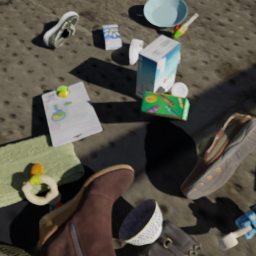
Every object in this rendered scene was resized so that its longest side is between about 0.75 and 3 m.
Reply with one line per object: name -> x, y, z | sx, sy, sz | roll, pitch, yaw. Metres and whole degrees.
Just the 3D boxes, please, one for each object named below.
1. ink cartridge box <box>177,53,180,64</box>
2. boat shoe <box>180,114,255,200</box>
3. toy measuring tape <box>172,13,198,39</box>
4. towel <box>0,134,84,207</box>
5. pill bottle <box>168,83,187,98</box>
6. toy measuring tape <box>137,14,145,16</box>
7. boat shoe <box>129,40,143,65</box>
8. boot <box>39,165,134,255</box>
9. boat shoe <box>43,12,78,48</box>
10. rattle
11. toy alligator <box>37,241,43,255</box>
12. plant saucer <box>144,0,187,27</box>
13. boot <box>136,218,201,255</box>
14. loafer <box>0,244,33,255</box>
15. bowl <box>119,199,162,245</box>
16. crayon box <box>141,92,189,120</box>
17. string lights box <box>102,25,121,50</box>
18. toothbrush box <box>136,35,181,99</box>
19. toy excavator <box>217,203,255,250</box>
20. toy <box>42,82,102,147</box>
ink cartridge box -> 1.641, -3.086, 11.855 | 1.059, 0.302, 0.861 | 6, 51, -1
boat shoe -> 2.485, 0.768, 7.840 | 2.898, 1.097, 1.040 | -44, 46, -3
toy measuring tape -> 2.479, -4.579, 12.516 | 0.533, 1.450, 0.533 | 32, 33, -24
towel -> -2.808, 1.120, 8.169 | 2.700, 0.493, 2.003 | -19, 49, -15
pill bottle -> 1.705, -1.189, 9.743 | 0.559, 0.978, 0.559 | 0, 85, 2
toy measuring tape -> 0.841, -5.773, 14.046 | 0.814, 0.299, 0.299 | 2, 50, 2
boat shoe -> 0.355, -3.222, 11.742 | 0.525, 0.591, 1.607 | 3, 51, 7
boot -> -0.607, 2.351, 6.422 | 2.854, 1.033, 2.374 | -34, 43, -9
boat shoe -> -2.811, -4.357, 12.603 | 0.728, 0.808, 2.286 | 23, 61, 18
rattle -> -2.190, 1.705, 7.585 | 0.859, 1.319, 0.942 | -51, 24, -10
toy alligator -> -1.911, 3.298, 6.508 | 0.474, 0.344, 1.430 | -28, 42, 9
plant saucer -> 1.810, -5.581, 13.620 | 2.092, 0.403, 2.092 | -2, 67, 4
boot -> 1.039, 3.200, 6.344 | 1.754, 0.697, 2.014 | -33, 55, -24
loafer -> -3.054, 3.088, 6.327 | 2.529, 0.962, 0.853 | 14, 75, 20
bowl -> 0.422, 2.420, 6.870 | 0.595, 1.267, 1.267 | 45, 57, -9
crayon box -> 1.209, -0.644, 8.704 | 1.216, 2.047, 0.596 | 11, 92, 14
string lights box -> -0.735, -4.060, 12.552 | 0.694, 0.398, 1.350 | -7, 51, -7
toothbrush box -> 1.022, -2.017, 9.874 | 0.817, 1.916, 1.403 | 33, 57, 22
toy excavator -> 2.851, 2.453, 6.782 | 1.394, 1.356, 0.696 | -33, 71, 9
toy -> -1.905, -0.405, 9.374 | 1.522, 0.624, 2.643 | -20, 51, -8
